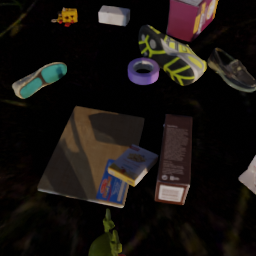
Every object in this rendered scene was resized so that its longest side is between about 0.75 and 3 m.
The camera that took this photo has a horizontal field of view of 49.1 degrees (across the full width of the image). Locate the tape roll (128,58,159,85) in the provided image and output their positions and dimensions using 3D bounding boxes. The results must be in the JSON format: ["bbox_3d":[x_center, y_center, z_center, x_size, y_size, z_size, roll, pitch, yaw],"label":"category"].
[{"bbox_3d":[0.479,-1.793,8.850,0.963,0.316,0.963,0,50,0],"label":"tape roll"}]

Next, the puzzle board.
[{"bbox_3d":[-0.784,0.587,6.894,1.953,0.225,2.591,10,51,7],"label":"puzzle board"}]

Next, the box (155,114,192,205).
[{"bbox_3d":[1.045,0.677,6.341,0.692,0.925,1.847,6,51,6],"label":"box"}]

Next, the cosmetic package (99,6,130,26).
[{"bbox_3d":[-0.530,-4.387,10.953,1.112,0.451,0.627,9,49,9],"label":"cosmetic package"}]

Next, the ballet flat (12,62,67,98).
[{"bbox_3d":[-2.693,-1.530,8.498,0.610,0.610,1.755,37,59,27],"label":"ballet flat"}]

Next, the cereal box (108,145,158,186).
[{"bbox_3d":[0.122,0.807,6.300,0.716,0.197,0.996,22,42,26],"label":"cereal box"}]

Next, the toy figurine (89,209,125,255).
[{"bbox_3d":[-0.703,2.601,4.139,1.519,1.337,2.535,-10,35,-14],"label":"toy figurine"}]

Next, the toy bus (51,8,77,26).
[{"bbox_3d":[-2.442,-4.431,10.974,0.877,0.480,0.930,35,58,26],"label":"toy bus"}]

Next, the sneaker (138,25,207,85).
[{"bbox_3d":[1.355,-2.401,9.047,1.021,1.007,2.671,-28,65,-30],"label":"sneaker"}]

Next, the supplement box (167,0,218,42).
[{"bbox_3d":[2.427,-4.391,10.342,1.096,1.391,2.124,27,56,21],"label":"supplement box"}]

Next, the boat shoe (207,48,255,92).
[{"bbox_3d":[3.220,-1.832,8.680,0.671,0.617,1.879,-25,54,-20],"label":"boat shoe"}]

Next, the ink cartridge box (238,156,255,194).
[{"bbox_3d":[3.641,0.835,6.391,1.983,0.673,1.150,-32,57,-24],"label":"ink cartridge box"}]
